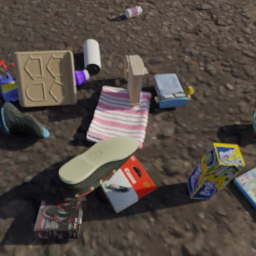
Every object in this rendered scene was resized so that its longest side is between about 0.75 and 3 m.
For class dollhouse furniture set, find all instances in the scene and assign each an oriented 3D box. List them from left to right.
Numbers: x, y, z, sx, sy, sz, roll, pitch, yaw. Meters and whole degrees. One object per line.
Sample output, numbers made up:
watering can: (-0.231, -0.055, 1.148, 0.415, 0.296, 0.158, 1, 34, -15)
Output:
dollhouse furniture set: (1.193, -2.136, 11.012, 2.424, 1.582, 2.289, -5, 52, -8)

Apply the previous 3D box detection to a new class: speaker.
speaker: (-1.636, -3.183, 12.626, 0.709, 0.709, 1.746, -6, 54, -5)

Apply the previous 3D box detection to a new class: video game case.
video game case: (4.822, 1.866, 9.106, 2.223, 0.198, 1.591, -23, 56, -17)

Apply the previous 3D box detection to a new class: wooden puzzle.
wooden puzzle: (-3.173, -1.892, 10.842, 2.232, 2.068, 0.517, -3, 18, -3)

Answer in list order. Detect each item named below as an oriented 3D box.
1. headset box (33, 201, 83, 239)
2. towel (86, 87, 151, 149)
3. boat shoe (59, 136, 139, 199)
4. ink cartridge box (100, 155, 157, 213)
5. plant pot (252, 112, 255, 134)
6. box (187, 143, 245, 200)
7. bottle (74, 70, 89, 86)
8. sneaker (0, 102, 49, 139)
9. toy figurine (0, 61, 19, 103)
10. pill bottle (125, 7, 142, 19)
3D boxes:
headset box: (-2.073, 2.674, 8.197, 1.347, 0.505, 1.001, 0, 42, 1)
towel: (-0.283, -0.522, 10.784, 2.084, 0.426, 2.848, 9, 53, 6)
boat shoe: (-0.832, 1.130, 8.790, 2.893, 0.907, 1.058, -30, 45, -34)
ink cartridge box: (-0.156, 1.623, 9.136, 1.523, 0.382, 1.755, -28, 57, -14)
plant pot: (5.045, -0.087, 10.277, 1.051, 0.704, 1.051, 0, 53, 0)
box: (2.464, 1.348, 8.221, 0.760, 2.169, 0.697, 5, 51, -9)
bottle: (-2.618, -1.957, 11.732, 1.938, 0.633, 0.810, -18, 50, -13)
sneaker: (-3.921, -0.033, 10.250, 2.433, 0.891, 0.997, 24, 68, 26)
toy figurine: (-4.965, -1.626, 11.134, 2.539, 1.339, 1.521, -26, 62, -17)
pill bottle: (0.296, -6.252, 15.116, 0.836, 0.469, 0.469, -27, 57, -19)
